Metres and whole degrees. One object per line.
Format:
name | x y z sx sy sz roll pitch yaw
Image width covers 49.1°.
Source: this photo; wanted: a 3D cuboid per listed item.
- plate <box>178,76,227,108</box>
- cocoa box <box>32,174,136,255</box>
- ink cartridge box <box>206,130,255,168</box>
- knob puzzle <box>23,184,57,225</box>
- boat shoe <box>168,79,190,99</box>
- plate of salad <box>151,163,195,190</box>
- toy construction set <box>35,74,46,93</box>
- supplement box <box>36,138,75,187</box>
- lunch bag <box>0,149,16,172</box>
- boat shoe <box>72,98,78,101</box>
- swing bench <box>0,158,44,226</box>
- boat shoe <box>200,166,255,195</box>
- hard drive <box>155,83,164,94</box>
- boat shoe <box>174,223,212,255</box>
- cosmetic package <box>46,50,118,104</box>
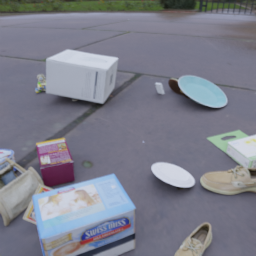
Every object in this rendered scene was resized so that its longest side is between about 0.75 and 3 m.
plate | 3.424 -1.641 13.069 2.442 0.312 2.442 13 40 -11
cocoa box | -0.929 2.026 6.005 1.912 1.255 1.275 -12 31 -20
ink cartridge box | 3.967 0.536 9.523 1.575 0.519 2.165 -11 33 -19
knob puzzle | -1.870 1.916 6.652 1.054 1.054 0.146 -26 15 -39
boat shoe | 2.767 -1.959 13.940 0.648 0.647 1.752 -18 45 -34
plate of salad | 1.270 1.388 8.064 1.290 0.310 1.290 15 19 -5
toy construction set | -4.349 -2.251 14.496 0.880 0.618 1.342 -7 41 -12
supplement box | -2.188 1.007 8.394 0.923 0.727 1.409 -10 30 -18
lunch bag | -4.339 1.157 8.130 2.023 0.764 1.621 6 27 13
boat shoe | -2.454 -1.636 13.620 0.350 0.298 1.047 6 29 10
swing bench | -3.122 1.585 7.236 1.327 0.861 1.320 14 31 24
boat shoe | 3.119 1.367 7.758 2.161 0.702 0.779 2 29 5
hard drive | 1.547 -1.922 13.707 0.104 0.513 0.777 -20 15 -8
boat shoe | 1.368 2.534 5.929 0.498 0.449 1.381 23 36 35
cosmetic package | -2.113 -2.514 13.335 2.719 1.671 2.710 12 25 4
